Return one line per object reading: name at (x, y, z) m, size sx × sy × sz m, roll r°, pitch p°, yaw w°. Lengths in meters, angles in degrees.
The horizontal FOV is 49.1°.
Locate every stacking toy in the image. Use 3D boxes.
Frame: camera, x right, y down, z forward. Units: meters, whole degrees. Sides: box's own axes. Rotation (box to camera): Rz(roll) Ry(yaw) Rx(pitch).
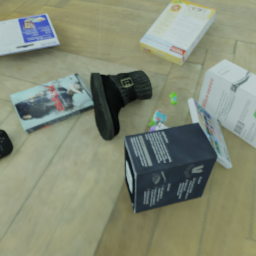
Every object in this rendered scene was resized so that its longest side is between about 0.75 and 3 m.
stacking toy at (0.886, -0.098, 8.637) m, size 0.450 × 1.443 × 1.913 m, roll 28°, pitch 50°, yaw -10°

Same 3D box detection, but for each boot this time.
boot at (-0.102, -0.898, 9.634) m, size 2.079 × 1.046 × 2.781 m, roll -3°, pitch 61°, yaw -19°

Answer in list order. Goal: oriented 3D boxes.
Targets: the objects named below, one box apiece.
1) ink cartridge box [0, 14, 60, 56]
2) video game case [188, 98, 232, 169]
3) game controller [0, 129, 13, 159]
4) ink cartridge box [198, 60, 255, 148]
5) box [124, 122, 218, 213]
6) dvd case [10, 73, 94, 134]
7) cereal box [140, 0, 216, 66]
ink cartridge box at (-4.703, -3.980, 12.528) m, size 2.830 × 0.673 × 2.864 m, roll -16°, pitch 53°, yaw -15°
video game case at (2.484, 0.159, 8.554) m, size 0.215 × 1.652 × 1.815 m, roll -32°, pitch 41°, yaw 31°
game controller at (-4.602, 0.790, 8.606) m, size 1.995 × 0.420 × 1.041 m, roll -28°, pitch 55°, yaw -21°
ink cartridge box at (3.623, -0.823, 9.065) m, size 1.030 × 1.788 × 2.450 m, roll -34°, pitch 58°, yaw -27°
box at (0.983, 1.075, 7.326) m, size 2.031 × 1.997 × 1.192 m, roll -10°, pitch 49°, yaw -9°
dvd case at (-2.696, -0.977, 10.178) m, size 2.682 × 0.295 × 1.958 m, roll -22°, pitch 53°, yaw -20°
cereal box at (2.172, -4.273, 12.252) m, size 2.117 × 0.582 × 2.943 m, roll 30°, pitch 75°, yaw 24°
